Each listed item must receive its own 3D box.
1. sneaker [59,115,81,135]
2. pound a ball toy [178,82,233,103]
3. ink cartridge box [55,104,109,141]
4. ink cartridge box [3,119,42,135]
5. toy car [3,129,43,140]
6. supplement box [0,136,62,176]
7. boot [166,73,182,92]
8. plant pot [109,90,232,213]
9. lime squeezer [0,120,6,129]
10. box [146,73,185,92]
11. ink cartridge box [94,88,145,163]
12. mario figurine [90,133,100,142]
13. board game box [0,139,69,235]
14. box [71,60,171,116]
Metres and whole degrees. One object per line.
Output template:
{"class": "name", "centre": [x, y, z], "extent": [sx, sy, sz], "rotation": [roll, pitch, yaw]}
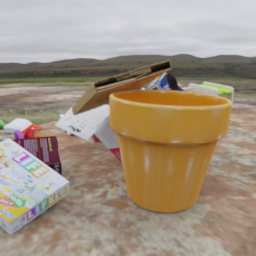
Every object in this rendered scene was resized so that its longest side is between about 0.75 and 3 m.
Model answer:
{"class": "sneaker", "centre": [-2.517, -0.211, 13.321], "extent": [1.187, 0.728, 1.825], "rotation": [-7, 16, -30]}
{"class": "pound a ball toy", "centre": [2.511, -1.083, 9.601], "extent": [1.169, 0.762, 1.793], "rotation": [-10, 19, -23]}
{"class": "ink cartridge box", "centre": [-1.546, -0.306, 10.225], "extent": [1.423, 0.443, 1.768], "rotation": [23, 55, 17]}
{"class": "ink cartridge box", "centre": [-4.942, -0.058, 13.212], "extent": [1.375, 0.325, 1.101], "rotation": [4, 23, 12]}
{"class": "toy car", "centre": [-3.489, 0.587, 9.337], "extent": [1.503, 1.127, 1.315], "rotation": [-10, 18, -36]}
{"class": "supplement box", "centre": [-3.201, 0.978, 7.843], "extent": [2.509, 0.764, 1.365], "rotation": [-5, 34, -17]}
{"class": "boot", "centre": [1.408, -1.308, 8.930], "extent": [0.336, 0.898, 0.435], "rotation": [-30, 5, -8]}
{"class": "plant pot", "centre": [0.889, 0.494, 6.747], "extent": [2.748, 2.516, 2.748], "rotation": [2, 14, -1]}
{"class": "lime squeezer", "centre": [-6.378, -0.247, 14.103], "extent": [2.288, 0.431, 0.808], "rotation": [13, 19, 43]}
{"class": "box", "centre": [1.661, -0.911, 9.626], "extent": [0.677, 2.105, 0.738], "rotation": [-53, 11, -19]}
{"class": "ink cartridge box", "centre": [0.154, -0.045, 9.034], "extent": [2.044, 1.508, 0.875], "rotation": [-37, 19, 11]}
{"class": "mario figurine", "centre": [-1.320, -0.328, 11.273], "extent": [1.029, 1.941, 1.198], "rotation": [9, 20, 9]}
{"class": "board game box", "centre": [-2.754, 1.204, 6.502], "extent": [2.337, 0.400, 1.571], "rotation": [27, 37, 27]}
{"class": "box", "centre": [-0.312, -1.056, 7.843], "extent": [2.193, 0.285, 2.683], "rotation": [-22, -1, -23]}
